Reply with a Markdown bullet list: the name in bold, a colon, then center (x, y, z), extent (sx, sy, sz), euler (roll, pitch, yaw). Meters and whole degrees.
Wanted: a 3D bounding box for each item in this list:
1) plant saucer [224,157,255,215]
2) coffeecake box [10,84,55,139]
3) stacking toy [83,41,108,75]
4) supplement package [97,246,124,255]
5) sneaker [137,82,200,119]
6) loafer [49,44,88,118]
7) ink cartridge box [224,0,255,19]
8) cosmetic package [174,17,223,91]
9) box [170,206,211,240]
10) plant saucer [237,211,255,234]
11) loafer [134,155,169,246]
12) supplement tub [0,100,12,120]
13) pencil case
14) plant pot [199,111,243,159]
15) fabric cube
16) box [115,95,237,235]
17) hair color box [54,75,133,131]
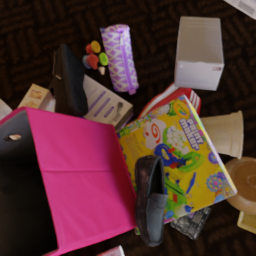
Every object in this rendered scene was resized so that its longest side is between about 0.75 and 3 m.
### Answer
- **plant saucer**: center (3.755, 1.668, 8.524), extent (1.850, 0.327, 1.850), euler (-2, 59, 3)
- **coffeecake box**: center (-2.975, -0.272, 8.886), extent (0.627, 1.318, 1.717), euler (21, 70, 12)
- **stacking toy**: center (-1.215, -2.437, 10.038), extent (0.435, 0.933, 1.031), euler (-8, 56, 33)
- **supplement package**: center (-0.705, 3.965, 7.424), extent (1.452, 1.102, 1.094), euler (-19, 71, -7)
- **sneaker**: center (1.435, -0.421, 9.163), extent (1.445, 0.980, 2.502), euler (41, 76, 15)
- **loafer**: center (-2.014, -1.444, 8.639), extent (1.059, 1.084, 2.969), euler (-26, 50, 16)
- **ink cartridge box**: center (5.073, -6.090, 11.439), extent (2.336, 0.727, 2.903), euler (39, 76, 13)
- **cosmetic package**: center (2.339, -2.572, 9.438), extent (1.426, 1.204, 2.669), euler (8, 54, 8)
- **box**: center (1.861, 2.659, 8.383), extent (0.841, 0.229, 1.050), euler (29, 72, 10)
- **plant saucer**: center (3.980, 2.577, 8.377), extent (1.267, 0.307, 1.267), euler (22, 70, 8)
- **loafer**: center (0.573, 1.647, 6.483), extent (0.702, 0.725, 2.066), euler (10, 71, -42)
- **supplement tub**: center (-4.436, -0.476, 9.373), extent (0.591, 0.591, 0.895), euler (38, 75, 13)
- **pencil case**: center (-0.217, -2.258, 9.166), extent (0.928, 2.210, 0.945), euler (-29, 35, -24)
- **plant pot**: center (2.783, 0.196, 8.755), extent (1.349, 1.474, 1.474), euler (2, 69, 16)
- **fabric cube**: center (-1.810, 1.505, 6.671), extent (2.817, 2.862, 2.871), euler (-31, 68, 27)
- **box**: center (1.117, 1.038, 7.753), extent (2.632, 1.667, 2.732), euler (-28, 71, 16)
- **hair color box**: center (-1.128, -0.743, 9.344), extent (2.339, 0.758, 1.279), euler (34, 73, 17)
